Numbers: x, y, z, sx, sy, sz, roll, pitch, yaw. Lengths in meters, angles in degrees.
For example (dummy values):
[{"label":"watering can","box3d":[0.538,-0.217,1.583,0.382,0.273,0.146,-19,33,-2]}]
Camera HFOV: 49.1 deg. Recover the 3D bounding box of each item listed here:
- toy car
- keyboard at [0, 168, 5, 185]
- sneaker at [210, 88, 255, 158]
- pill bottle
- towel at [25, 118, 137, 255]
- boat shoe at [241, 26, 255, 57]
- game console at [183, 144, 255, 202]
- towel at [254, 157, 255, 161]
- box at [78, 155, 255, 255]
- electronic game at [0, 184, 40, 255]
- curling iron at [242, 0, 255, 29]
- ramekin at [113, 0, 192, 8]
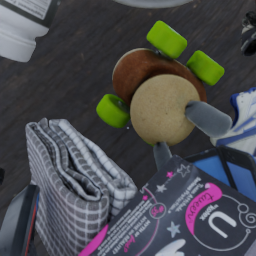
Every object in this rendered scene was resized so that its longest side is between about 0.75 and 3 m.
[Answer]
[{"label":"toy car","box3d":[0.739,-0.238,4.555,1.903,2.412,1.982,26,114,-26]},{"label":"keyboard","box3d":[-3.620,0.845,5.429,2.402,1.250,0.476,16,106,-2]},{"label":"sneaker","box3d":[2.747,-0.536,5.572,1.217,1.039,2.761,36,95,14]},{"label":"pill bottle","box3d":[-2.141,-2.885,5.670,1.574,1.574,2.764,31,103,10]},{"label":"towel","box3d":[-0.904,1.077,4.292,0.983,1.902,2.297,-16,35,-32]},{"label":"boat shoe","box3d":[2.925,-1.875,5.644,0.720,1.982,0.621,12,93,-8]},{"label":"game console","box3d":[1.366,0.849,3.935,0.633,0.914,1.071,-30,106,-12]},{"label":"towel","box3d":[1.786,0.866,4.134,0.114,0.721,1.004,-35,98,-33]},{"label":"box","box3d":[0.426,1.783,3.192,2.311,1.527,1.326,-43,47,-16]},{"label":"electronic game","box3d":[-1.225,1.655,3.114,0.422,2.027,2.027,9,71,-14]},{"label":"curling iron","box3d":[2.338,-2.419,5.164,0.372,1.501,0.192,6,63,21]},{"label":"ramekin","box3d":[0.470,-3.549,5.653,2.771,2.771,1.454,4,93,1]}]
